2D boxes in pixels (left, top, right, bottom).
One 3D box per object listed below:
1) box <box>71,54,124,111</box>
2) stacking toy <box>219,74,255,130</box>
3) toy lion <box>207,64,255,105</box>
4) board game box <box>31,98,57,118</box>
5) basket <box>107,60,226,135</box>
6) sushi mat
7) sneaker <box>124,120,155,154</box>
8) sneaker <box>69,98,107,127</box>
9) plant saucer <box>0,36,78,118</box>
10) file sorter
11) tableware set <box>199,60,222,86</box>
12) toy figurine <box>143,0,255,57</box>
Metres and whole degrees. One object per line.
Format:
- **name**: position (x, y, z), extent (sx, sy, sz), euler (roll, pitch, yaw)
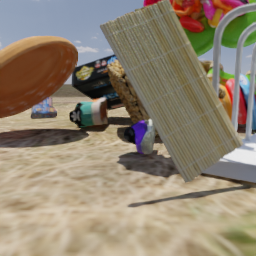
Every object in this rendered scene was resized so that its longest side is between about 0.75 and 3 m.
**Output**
- **box**: position (0.034, -1.554, 9.232), extent (2.989, 0.688, 2.376), euler (-11, -21, 24)
- **stacking toy**: position (2.058, -0.451, 7.187), extent (2.163, 1.187, 1.255), euler (-16, 30, 15)
- **toy lion**: position (2.998, -1.091, 8.030), extent (1.572, 0.540, 1.506), euler (17, -20, 15)
- **board game box**: position (-3.060, -0.722, 10.291), extent (0.898, 0.899, 0.277), euler (9, -39, -20)
- **basket**: position (0.679, -1.114, 6.584), extent (1.883, 1.804, 2.527), euler (-29, 10, -1)
- **sushi mat**: position (0.460, -0.386, 2.694), extent (0.804, 1.682, 0.102), euler (-31, 5, -19)
- **sneaker**: position (0.147, 0.148, 4.284), extent (0.461, 0.322, 0.926), euler (-4, 20, 13)
- **sneaker**: position (-1.052, -0.442, 7.806), extent (0.866, 0.774, 2.168), euler (-3, 3, 2)
- **plant saucer**: position (-2.251, -1.143, 6.179), extent (2.500, 0.468, 2.500), euler (-38, -7, -6)
- **file sorter**: position (2.520, -0.414, 3.607), extent (2.021, 1.813, 2.912), euler (7, 9, 38)
- **tableware set**: position (2.331, -1.670, 9.437), extent (2.117, 0.294, 2.534), euler (18, -22, 33)
- **toy figurine**: position (0.620, -2.355, 4.432), extent (2.766, 2.077, 2.546), euler (29, 12, 41)
